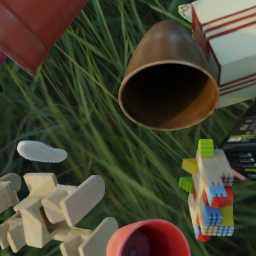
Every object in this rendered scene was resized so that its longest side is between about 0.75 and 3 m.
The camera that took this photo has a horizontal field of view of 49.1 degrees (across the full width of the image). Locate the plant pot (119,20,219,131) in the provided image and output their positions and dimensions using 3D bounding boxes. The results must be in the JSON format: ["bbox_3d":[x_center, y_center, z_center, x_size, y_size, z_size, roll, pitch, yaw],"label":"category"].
[{"bbox_3d":[0.743,-1.189,5.389,1.711,1.711,1.830,3,53,2],"label":"plant pot"}]

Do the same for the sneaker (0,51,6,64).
[{"bbox_3d":[-2.880,-1.464,5.518,1.079,0.476,0.439,2,18,25],"label":"sneaker"}]

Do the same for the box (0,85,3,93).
[{"bbox_3d":[-3.363,-0.762,4.724,1.752,0.938,1.301,13,45,14],"label":"box"}]

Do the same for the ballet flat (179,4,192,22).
[{"bbox_3d":[2.773,-3.614,9.241,0.908,0.908,2.525,-37,69,-17],"label":"ballet flat"}]

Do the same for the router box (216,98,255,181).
[{"bbox_3d":[3.288,0.050,5.151,2.019,2.695,0.837,-44,108,-29],"label":"router box"}]

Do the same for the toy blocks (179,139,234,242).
[{"bbox_3d":[1.328,1.175,4.467,0.824,1.649,1.127,1,34,0],"label":"toy blocks"}]

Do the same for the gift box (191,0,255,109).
[{"bbox_3d":[2.729,-1.665,6.110,2.099,2.074,2.248,-19,68,7],"label":"gift box"}]

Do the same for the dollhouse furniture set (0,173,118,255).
[{"bbox_3d":[-0.929,1.535,4.393,1.851,2.015,1.311,-6,18,33],"label":"dollhouse furniture set"}]

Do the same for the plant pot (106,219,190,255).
[{"bbox_3d":[0.141,1.368,2.978,0.808,0.715,0.808,6,73,-20],"label":"plant pot"}]

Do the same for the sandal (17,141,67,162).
[{"bbox_3d":[-1.785,0.462,5.789,0.477,1.171,0.288,-39,54,15],"label":"sandal"}]

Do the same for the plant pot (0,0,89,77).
[{"bbox_3d":[-2.046,-2.805,5.754,2.510,2.510,2.441,43,88,19],"label":"plant pot"}]
